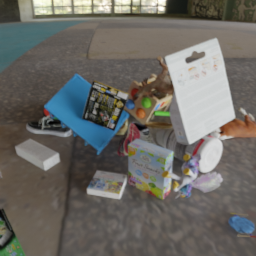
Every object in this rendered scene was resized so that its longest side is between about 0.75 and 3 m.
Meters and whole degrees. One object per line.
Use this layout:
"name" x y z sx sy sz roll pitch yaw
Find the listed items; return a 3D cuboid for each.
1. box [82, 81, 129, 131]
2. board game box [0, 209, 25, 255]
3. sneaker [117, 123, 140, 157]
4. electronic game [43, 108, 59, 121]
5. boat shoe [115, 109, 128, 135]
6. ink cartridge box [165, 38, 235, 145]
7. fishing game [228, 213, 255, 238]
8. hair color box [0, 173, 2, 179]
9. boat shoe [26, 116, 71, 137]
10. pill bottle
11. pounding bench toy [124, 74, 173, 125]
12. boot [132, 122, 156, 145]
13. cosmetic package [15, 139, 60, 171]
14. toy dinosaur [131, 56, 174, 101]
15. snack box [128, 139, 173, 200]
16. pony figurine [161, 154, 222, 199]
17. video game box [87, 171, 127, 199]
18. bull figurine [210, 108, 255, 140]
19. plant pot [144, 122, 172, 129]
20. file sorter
"box" -0.806 -0.699 9.535 1.265 1.585 0.391 19 46 -5
"board game box" -3.506 3.172 7.193 1.328 0.297 2.535 -17 33 -32
"sneaker" -0.008 0.404 10.378 0.580 0.626 1.553 -26 25 33
"electronic game" -3.306 -0.858 14.036 1.884 0.392 1.884 3 35 -2
"boat shoe" -0.400 -0.335 13.179 0.766 0.655 2.090 0 28 -1
"ink cartridge box" 2.325 -1.233 9.438 2.348 2.933 0.693 -26 16 -25
"fishing game" 3.233 2.796 8.017 0.714 0.155 0.998 2 21 4
"hair color box" -5.036 1.281 10.181 0.432 0.716 1.411 -19 33 -31
"boat shoe" -3.654 -0.142 12.736 2.198 0.751 0.811 10 30 18
"pill bottle" 2.215 0.623 10.682 1.326 1.326 2.396 -20 31 -32
"pounding bench toy" 1.260 -1.079 13.408 2.495 1.550 1.946 42 41 17
"boot" 0.691 0.564 11.105 0.815 1.059 2.216 -18 34 -30
"cosmetic package" -3.550 1.026 10.915 1.778 0.450 0.734 20 35 33
"toy dinosaur" 1.693 -1.783 11.838 2.913 1.974 1.250 7 64 -17
"snack box" 0.691 1.331 9.105 1.393 1.652 0.559 18 33 31
"pony figurine" 1.796 1.404 8.177 1.472 1.525 1.270 -39 49 -2
"video game box" -0.688 1.913 9.499 1.134 0.265 1.033 7 27 12
"bull figurine" 4.531 -0.103 12.400 2.458 0.800 1.492 3 61 -10
"plant pot" 1.151 -0.087 10.616 1.097 0.151 1.097 2 9 0
"file sorter" -1.614 -0.409 10.963 2.571 1.577 1.784 38 71 3
